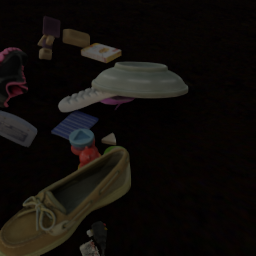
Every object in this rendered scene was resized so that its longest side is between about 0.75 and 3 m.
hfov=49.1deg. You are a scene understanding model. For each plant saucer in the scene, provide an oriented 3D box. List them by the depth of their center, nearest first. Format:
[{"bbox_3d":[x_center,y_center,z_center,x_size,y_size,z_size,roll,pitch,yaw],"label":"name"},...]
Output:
[{"bbox_3d":[0.367,-1.524,8.299,2.864,0.719,2.864,3,19,-1],"label":"plant saucer"}]

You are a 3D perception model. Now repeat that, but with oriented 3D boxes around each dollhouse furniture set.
[{"bbox_3d":[-2.778,-3.384,11.958,2.081,1.649,1.477,6,-11,-30],"label":"dollhouse furniture set"}]

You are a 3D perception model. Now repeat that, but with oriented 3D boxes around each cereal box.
[{"bbox_3d":[-1.096,-3.070,11.417,1.352,0.267,0.973,22,42,27],"label":"cereal box"}]

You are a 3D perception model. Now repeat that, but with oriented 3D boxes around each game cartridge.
[{"bbox_3d":[-2.675,0.022,6.601,0.976,0.650,0.200,30,37,-17],"label":"game cartridge"}]

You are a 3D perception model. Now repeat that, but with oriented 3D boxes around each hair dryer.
[{"bbox_3d":[-0.456,2.367,3.958,1.307,0.466,1.716,-43,47,6],"label":"hair dryer"}]

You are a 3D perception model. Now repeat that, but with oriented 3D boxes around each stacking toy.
[{"bbox_3d":[-0.700,0.409,6.533,1.244,0.581,1.375,-15,40,-19],"label":"stacking toy"}]

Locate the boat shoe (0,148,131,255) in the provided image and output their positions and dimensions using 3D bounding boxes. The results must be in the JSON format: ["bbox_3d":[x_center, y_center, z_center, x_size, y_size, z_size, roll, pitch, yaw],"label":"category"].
[{"bbox_3d":[-1.077,1.273,5.134,2.763,0.869,1.008,-25,44,-29],"label":"boat shoe"}]

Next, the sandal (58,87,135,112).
[{"bbox_3d":[-0.538,-0.896,8.246,2.951,0.725,1.201,-15,22,1],"label":"sandal"}]

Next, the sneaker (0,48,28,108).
[{"bbox_3d":[-3.779,-1.576,9.018,1.388,1.150,2.911,22,38,-6],"label":"sneaker"}]

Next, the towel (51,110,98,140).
[{"bbox_3d":[-1.412,-0.055,7.563,0.808,0.133,1.117,20,43,21],"label":"towel"}]
